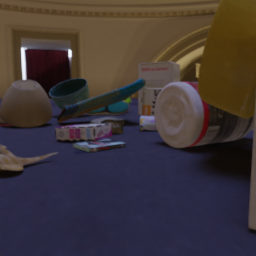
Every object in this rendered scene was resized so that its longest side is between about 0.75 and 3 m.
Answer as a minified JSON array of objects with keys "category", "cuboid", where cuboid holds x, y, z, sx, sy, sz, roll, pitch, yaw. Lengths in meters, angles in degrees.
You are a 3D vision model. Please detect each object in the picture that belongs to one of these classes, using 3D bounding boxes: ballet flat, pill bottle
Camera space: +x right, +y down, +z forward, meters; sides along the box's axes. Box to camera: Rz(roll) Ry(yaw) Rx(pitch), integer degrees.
[{"category":"ballet flat","cuboid":[-1.038,-0.940,13.736,2.172,0.755,0.755,-1,7,-2]},{"category":"pill bottle","cuboid":[1.922,-0.338,6.244,2.445,1.354,1.354,-5,9,-31]}]

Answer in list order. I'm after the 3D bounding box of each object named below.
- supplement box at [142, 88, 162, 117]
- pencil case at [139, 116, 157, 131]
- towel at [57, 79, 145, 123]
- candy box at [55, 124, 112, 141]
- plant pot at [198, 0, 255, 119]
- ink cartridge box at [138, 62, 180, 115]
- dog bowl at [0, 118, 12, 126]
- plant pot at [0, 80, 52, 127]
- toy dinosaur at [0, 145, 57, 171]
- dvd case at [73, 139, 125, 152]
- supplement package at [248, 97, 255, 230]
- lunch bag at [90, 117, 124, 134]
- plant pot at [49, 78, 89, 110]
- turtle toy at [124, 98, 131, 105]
[{"category":"supplement box","cuboid":[1.106,-0.848,10.475,0.743,1.273,2.020,4,9,16]},{"category":"pencil case","cuboid":[0.848,-0.128,8.174,1.061,0.441,0.481,1,8,4]},{"category":"towel","cuboid":[-0.999,-0.932,9.831,2.926,0.317,2.146,-22,-1,-23]},{"category":"candy box","cuboid":[-1.025,0.102,6.489,1.096,0.334,0.747,-3,4,28]},{"category":"plant pot","cuboid":[2.737,-1.137,4.087,2.475,2.631,2.631,27,19,26]},{"category":"ink cartridge box","cuboid":[1.464,-1.813,13.264,1.775,2.446,1.020,4,9,31]},{"category":"dog bowl","cuboid":[-4.039,-0.280,9.646,0.988,0.364,0.988,0,7,0]},{"category":"plant pot","cuboid":[-3.336,-0.920,9.201,1.662,1.116,1.662,9,31,-5]},{"category":"toy dinosaur","cuboid":[-1.810,0.490,4.095,0.783,0.450,1.548,15,3,24]},{"category":"dvd case","cuboid":[-0.592,0.360,5.779,0.888,0.098,0.649,-7,10,-38]},{"category":"supplement package","cuboid":[2.106,-0.056,2.355,1.874,1.792,1.379,4,8,27]},{"category":"lunch bag","cuboid":[-0.592,-0.064,7.652,0.774,0.455,0.635,1,6,-31]},{"category":"plant pot","cuboid":[-2.575,-1.350,12.944,1.791,1.200,1.791,-11,33,7]},{"category":"turtle toy","cuboid":[-0.750,-1.357,15.259,1.989,1.005,1.450,0,31,20]}]
